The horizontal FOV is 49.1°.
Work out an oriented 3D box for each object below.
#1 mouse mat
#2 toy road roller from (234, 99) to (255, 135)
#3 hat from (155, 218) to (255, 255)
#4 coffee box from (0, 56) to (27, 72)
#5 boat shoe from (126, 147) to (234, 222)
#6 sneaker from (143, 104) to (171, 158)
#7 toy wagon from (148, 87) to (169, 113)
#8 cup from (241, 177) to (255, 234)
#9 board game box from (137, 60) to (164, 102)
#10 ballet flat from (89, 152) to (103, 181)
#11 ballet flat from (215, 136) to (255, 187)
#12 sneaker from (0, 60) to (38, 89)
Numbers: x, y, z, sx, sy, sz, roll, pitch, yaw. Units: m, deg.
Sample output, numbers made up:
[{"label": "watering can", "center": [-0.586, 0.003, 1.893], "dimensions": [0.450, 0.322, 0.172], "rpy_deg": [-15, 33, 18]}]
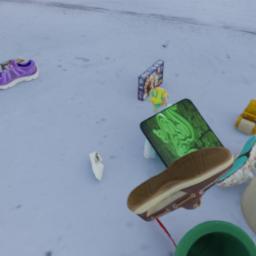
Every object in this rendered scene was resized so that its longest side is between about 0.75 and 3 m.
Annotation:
[{"label": "mouse mat", "center": [1.997, 0.576, 9.208], "dimensions": [2.364, 0.111, 2.938], "rpy_deg": [-29, 78, -26]}, {"label": "toy road roller", "center": [4.715, -0.472, 10.680], "dimensions": [0.820, 0.974, 1.335], "rpy_deg": [25, 49, 24]}, {"label": "hat", "center": [1.793, 3.249, 7.249], "dimensions": [2.173, 2.309, 2.623], "rpy_deg": [-10, 82, -11]}, {"label": "coffee box", "center": [-5.630, -3.073, 13.857], "dimensions": [1.104, 0.441, 0.624], "rpy_deg": [-34, 53, -31]}, {"label": "boat shoe", "center": [1.307, 1.433, 6.619], "dimensions": [2.735, 0.984, 0.987], "rpy_deg": [-34, 22, 13]}, {"label": "sneaker", "center": [1.741, 0.217, 9.882], "dimensions": [1.780, 1.085, 2.727], "rpy_deg": [18, 47, 20]}, {"label": "toy wagon", "center": [1.080, -0.987, 10.062], "dimensions": [0.696, 0.177, 0.897], "rpy_deg": [14, 83, -3]}, {"label": "cup", "center": [4.568, 1.876, 7.590], "dimensions": [2.479, 1.773, 2.479], "rpy_deg": [0, 44, 0]}, {"label": "board game box", "center": [1.005, -2.094, 12.280], "dimensions": [0.300, 1.173, 1.732], "rpy_deg": [24, 49, 25]}, {"label": "ballet flat", "center": [-1.011, 1.201, 9.213], "dimensions": [0.398, 0.398, 1.147], "rpy_deg": [-12, 42, -12]}, {"label": "ballet flat", "center": [3.821, 1.207, 9.031], "dimensions": [2.584, 0.977, 0.826], "rpy_deg": [-38, 87, -29]}, {"label": "sneaker", "center": [-5.421, -2.578, 12.911], "dimensions": [2.448, 1.021, 0.987], "rpy_deg": [-26, 49, -25]}]
